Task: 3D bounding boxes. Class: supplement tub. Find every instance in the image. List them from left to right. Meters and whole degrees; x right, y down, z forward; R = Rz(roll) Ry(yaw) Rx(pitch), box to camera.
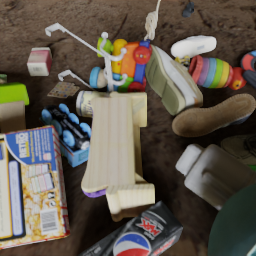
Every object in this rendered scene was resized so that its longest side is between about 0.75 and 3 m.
[{"bbox_3d":[-0.839,-0.614,7.575,0.971,0.704,0.704,8,48,6],"label":"supplement tub"}]

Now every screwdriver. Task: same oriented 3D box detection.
[{"bbox_3d":[4.049,-0.706,7.293,0.368,0.384,2.639,-35,57,-10],"label":"screwdriver"}]

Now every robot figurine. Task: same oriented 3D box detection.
[{"bbox_3d":[1.923,1.071,5.704,1.881,1.062,1.595,35,17,20],"label":"robot figurine"}]

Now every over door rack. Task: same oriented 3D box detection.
[{"bbox_3d":[-1.036,-1.841,7.939,2.463,1.820,0.820,27,56,23],"label":"over door rack"}]

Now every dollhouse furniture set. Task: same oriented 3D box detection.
[{"bbox_3d":[-4.245,-0.627,7.662,1.960,1.501,2.991,-17,28,-42],"label":"dollhouse furniture set"}]

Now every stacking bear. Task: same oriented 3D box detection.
[{"bbox_3d":[2.723,-1.582,8.396,1.672,1.015,0.951,11,41,-1],"label":"stacking bear"}]

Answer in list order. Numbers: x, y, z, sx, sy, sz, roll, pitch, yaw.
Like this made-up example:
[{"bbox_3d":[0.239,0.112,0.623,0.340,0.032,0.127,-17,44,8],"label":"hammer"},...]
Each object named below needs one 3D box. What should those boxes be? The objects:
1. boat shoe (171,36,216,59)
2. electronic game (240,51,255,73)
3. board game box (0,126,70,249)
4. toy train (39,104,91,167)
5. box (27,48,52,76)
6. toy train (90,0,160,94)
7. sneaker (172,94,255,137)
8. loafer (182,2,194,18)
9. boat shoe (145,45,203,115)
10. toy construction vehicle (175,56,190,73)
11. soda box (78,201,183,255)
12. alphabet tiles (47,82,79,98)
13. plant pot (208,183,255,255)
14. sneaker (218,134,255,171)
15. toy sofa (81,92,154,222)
[{"bbox_3d":[2.203,-2.894,9.777,1.772,0.638,0.607,-22,36,-15],"label":"boat shoe"},{"bbox_3d":[4.618,-1.872,8.933,2.029,0.422,2.029,0,48,0],"label":"electronic game"},{"bbox_3d":[-2.669,1.235,5.335,2.799,0.648,2.120,-8,73,-6],"label":"board game box"},{"bbox_3d":[-1.508,0.126,6.749,0.721,0.950,1.663,-27,53,-37],"label":"toy train"},{"bbox_3d":[-2.871,-2.168,9.150,0.584,0.497,0.913,-2,48,-2],"label":"box"},{"bbox_3d":[-0.130,-2.172,7.592,1.557,2.691,1.139,11,25,3],"label":"toy train"},{"bbox_3d":[2.214,-0.260,7.210,2.039,1.106,0.715,-20,81,22],"label":"sneaker"},{"bbox_3d":[2.618,-4.983,11.839,0.368,0.356,1.049,22,56,13],"label":"loafer"},{"bbox_3d":[1.257,-1.451,8.244,0.901,0.984,2.634,-8,56,-21],"label":"boat shoe"},{"bbox_3d":[1.588,-2.043,9.123,1.055,0.372,0.918,-5,48,-4],"label":"toy construction vehicle"},{"bbox_3d":[-0.026,2.202,5.005,2.058,0.728,0.652,-27,54,-22],"label":"soda box"},{"bbox_3d":[-1.911,-1.143,8.430,0.829,0.031,0.693,10,47,23],"label":"alphabet tiles"},{"bbox_3d":[2.306,1.826,4.123,2.684,2.684,1.807,-6,13,-5],"label":"plant pot"},{"bbox_3d":[3.332,0.322,6.341,2.545,1.084,0.993,-7,51,10],"label":"sneaker"},{"bbox_3d":[-0.169,0.520,6.253,1.358,1.152,2.783,-4,48,2],"label":"toy sofa"}]
